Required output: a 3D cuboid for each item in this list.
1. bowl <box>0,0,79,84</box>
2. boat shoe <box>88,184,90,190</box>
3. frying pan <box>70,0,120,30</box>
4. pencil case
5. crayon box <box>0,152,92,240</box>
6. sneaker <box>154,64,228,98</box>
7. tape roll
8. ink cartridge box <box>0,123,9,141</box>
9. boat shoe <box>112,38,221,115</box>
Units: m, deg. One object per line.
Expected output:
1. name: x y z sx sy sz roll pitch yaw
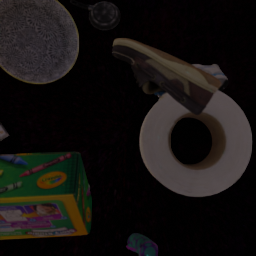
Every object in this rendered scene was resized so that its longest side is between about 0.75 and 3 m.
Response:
1. bowl: -2.877 -2.574 8.368 2.558 1.200 2.558 -3 97 -31
2. boat shoe: -1.782 1.532 8.091 1.402 0.458 0.516 22 79 5
3. frying pan: -1.018 -4.027 9.386 1.043 0.281 1.725 -42 84 -9
4. pencil case: 0.298 2.676 6.312 0.457 0.990 0.421 -37 91 -19
5. crayon box: -2.081 1.226 4.730 2.745 1.630 0.800 -3 51 -1
6. sneaker: 1.823 -1.495 8.665 2.265 0.849 0.981 -6 55 1
7. tape roll: 1.799 0.353 7.842 2.981 1.042 2.981 0 87 -1
8. ink cartridge box: -4.589 0.064 8.442 1.369 0.300 1.382 -36 81 -12
9. boat shoe: 0.506 -1.019 5.287 2.461 0.885 0.798 32 101 32
